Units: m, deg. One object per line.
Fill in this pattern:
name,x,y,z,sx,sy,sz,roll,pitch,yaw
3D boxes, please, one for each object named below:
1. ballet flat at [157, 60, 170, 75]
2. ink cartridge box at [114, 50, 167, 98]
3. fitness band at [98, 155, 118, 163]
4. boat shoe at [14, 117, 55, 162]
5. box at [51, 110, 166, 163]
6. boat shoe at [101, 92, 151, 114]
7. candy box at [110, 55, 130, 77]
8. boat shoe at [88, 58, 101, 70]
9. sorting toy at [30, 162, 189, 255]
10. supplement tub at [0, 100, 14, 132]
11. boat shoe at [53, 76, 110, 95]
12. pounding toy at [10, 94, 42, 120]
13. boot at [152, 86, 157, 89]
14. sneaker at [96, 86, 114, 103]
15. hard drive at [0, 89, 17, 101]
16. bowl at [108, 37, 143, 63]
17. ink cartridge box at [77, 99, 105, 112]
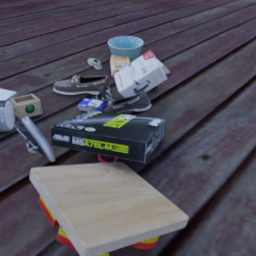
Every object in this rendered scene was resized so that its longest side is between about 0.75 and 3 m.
ballet flat,1.219,-3.105,13.936,1.823,0.613,0.621,17,40,21
ink cartridge box,0.453,-2.034,11.135,1.810,0.750,1.328,-31,43,15
fitness band,-0.610,0.871,8.742,0.599,0.156,0.834,34,31,-3
boat shoe,-2.827,0.459,8.497,0.556,1.629,0.601,-32,31,-6
box,-0.432,0.115,8.688,2.774,0.682,2.872,6,15,17
boat shoe,-0.196,-0.937,10.527,2.169,0.618,0.725,-6,30,26
candy box,-0.371,-3.009,13.796,0.908,0.435,1.572,4,38,-11
boat shoe,-1.723,-3.413,14.549,0.430,0.370,1.193,-23,43,-28
sorting toy,-0.538,1.854,6.337,2.664,0.927,2.648,2,21,-40
supplement tub,-5.079,-0.377,9.855,1.829,1.121,1.121,-5,37,-5
boat shoe,-2.050,-1.921,12.237,2.478,0.738,0.890,2,37,2
pounding toy,-3.899,-0.658,10.668,1.040,0.803,1.130,-20,33,-31
boot,0.658,-1.825,12.323,1.254,0.566,1.531,-4,37,-14
sneaker,-0.999,-1.233,11.008,0.651,0.478,1.438,-25,-7,6
hard drive,-5.528,-1.390,12.011,1.237,0.165,0.816,13,39,16
bowl,-0.130,-4.118,14.992,1.857,0.971,1.857,0,36,0
ink cartridge box,-1.452,-0.866,10.948,1.050,0.232,0.494,11,51,38
